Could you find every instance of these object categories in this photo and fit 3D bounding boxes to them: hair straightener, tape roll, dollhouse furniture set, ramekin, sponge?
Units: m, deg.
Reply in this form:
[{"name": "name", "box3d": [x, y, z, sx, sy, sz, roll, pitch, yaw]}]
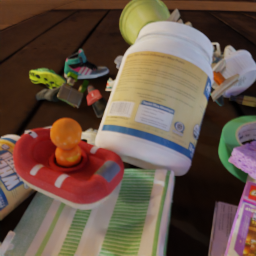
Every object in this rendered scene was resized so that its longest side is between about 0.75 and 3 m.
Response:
[{"name": "hair straightener", "box3d": [-0.955, -0.740, 8.827, 0.527, 0.992, 2.577, -37, 21, -4]}, {"name": "tape roll", "box3d": [3.569, 0.558, 6.943, 2.496, 0.600, 2.496, -1, 33, 0]}, {"name": "dollhouse furniture set", "box3d": [-1.996, -1.221, 9.814, 0.801, 0.614, 1.223, 26, 56, -18]}, {"name": "dollhouse furniture set", "box3d": [2.114, -2.019, 9.215, 2.736, 1.410, 2.707, 52, 14, 13]}, {"name": "ramekin", "box3d": [3.737, -1.805, 9.868, 1.736, 1.736, 0.808, -16, 60, -24]}, {"name": "sponge", "box3d": [2.769, 0.525, 4.834, 1.936, 0.289, 1.080, -12, 36, -34]}]

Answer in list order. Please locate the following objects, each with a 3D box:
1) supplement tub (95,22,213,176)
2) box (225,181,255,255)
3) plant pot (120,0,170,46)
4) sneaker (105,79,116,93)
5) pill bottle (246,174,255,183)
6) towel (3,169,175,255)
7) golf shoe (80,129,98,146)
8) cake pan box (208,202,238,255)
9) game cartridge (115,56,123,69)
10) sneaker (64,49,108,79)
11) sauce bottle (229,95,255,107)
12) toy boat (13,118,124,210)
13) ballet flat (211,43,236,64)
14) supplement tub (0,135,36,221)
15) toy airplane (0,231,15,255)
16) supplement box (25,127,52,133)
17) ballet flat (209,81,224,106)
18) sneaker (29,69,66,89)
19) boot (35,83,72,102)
[{"name": "supplement tub", "box3d": [0.665, -0.590, 6.272, 2.101, 2.101, 2.905, 14, 78, 21]}, {"name": "box", "box3d": [2.779, 1.894, 3.604, 2.821, 0.551, 1.930, 17, 35, 24]}, {"name": "plant pot", "box3d": [1.053, -4.649, 13.428, 2.642, 2.642, 2.429, -4, 36, -7]}, {"name": "sneaker", "box3d": [-0.178, -1.359, 8.814, 1.151, 0.538, 0.405, 5, -6, 28]}, {"name": "pill bottle", "box3d": [3.389, 1.284, 5.167, 2.123, 1.189, 1.189, 13, 34, 14]}, {"name": "towel", "box3d": [-0.575, 1.431, 4.817, 2.601, 0.304, 1.984, -1, 38, 16]}, {"name": "golf shoe", "box3d": [-1.256, 0.314, 6.753, 1.228, 0.481, 0.597, -7, 22, 28]}, {"name": "cake pan box", "box3d": [2.305, 2.403, 3.930, 2.398, 0.681, 2.604, 9, 32, 17]}, {"name": "game cartridge", "box3d": [0.885, -1.492, 9.430, 2.577, 0.521, 1.718, 34, 1, 27]}, {"name": "sneaker", "box3d": [-1.774, -2.721, 11.790, 1.878, 1.134, 0.785, -7, 32, -11]}, {"name": "sauce bottle", "box3d": [4.037, -0.956, 9.701, 0.987, 0.319, 0.319, 17, 35, 23]}, {"name": "toy boat", "box3d": [-1.056, 0.422, 4.840, 1.983, 1.296, 1.294, 16, 33, 21]}, {"name": "ballet flat", "box3d": [4.290, -3.399, 13.047, 2.908, 1.079, 1.079, 20, 37, 29]}, {"name": "supplement tub", "box3d": [-2.661, 1.101, 5.393, 1.329, 1.329, 1.837, 16, 36, 24]}, {"name": "toy airplane", "box3d": [-1.981, 2.158, 3.616, 0.934, 1.318, 1.324, 26, 34, 12]}, {"name": "supplement box", "box3d": [-2.205, 0.553, 7.125, 0.790, 0.442, 1.451, -10, 32, -12]}, {"name": "ballet flat", "box3d": [2.789, -1.395, 9.365, 0.503, 0.506, 1.479, 6, 41, -53]}, {"name": "sneaker", "box3d": [-3.108, -2.034, 11.093, 1.899, 0.703, 0.793, 21, 41, 30]}, {"name": "boot", "box3d": [-2.721, -1.359, 10.284, 0.868, 0.450, 1.329, 9, 31, 23]}]
